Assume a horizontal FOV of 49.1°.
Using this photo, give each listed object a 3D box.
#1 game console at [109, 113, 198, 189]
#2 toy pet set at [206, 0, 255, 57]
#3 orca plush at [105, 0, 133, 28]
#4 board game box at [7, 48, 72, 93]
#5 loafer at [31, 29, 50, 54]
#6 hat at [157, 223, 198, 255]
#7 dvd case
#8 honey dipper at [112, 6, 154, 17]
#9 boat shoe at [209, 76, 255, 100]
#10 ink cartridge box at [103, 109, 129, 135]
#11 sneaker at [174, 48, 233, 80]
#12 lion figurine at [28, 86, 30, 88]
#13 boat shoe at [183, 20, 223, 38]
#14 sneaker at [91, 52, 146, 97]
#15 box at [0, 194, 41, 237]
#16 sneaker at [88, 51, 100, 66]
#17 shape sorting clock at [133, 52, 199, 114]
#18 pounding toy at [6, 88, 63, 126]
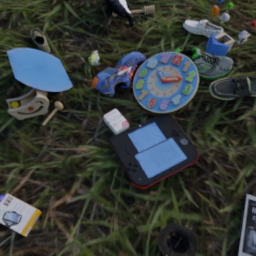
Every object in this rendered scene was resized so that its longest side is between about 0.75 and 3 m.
[{"bbox_3d":[0.942,0.752,10.222,2.668,0.414,2.360,-24,63,-14],"label":"game console"},{"bbox_3d":[4.026,-4.140,12.116,1.130,1.987,2.128,-29,64,-25],"label":"toy pet set"},{"bbox_3d":[-0.587,-5.910,13.929,1.556,1.051,2.957,1,51,-52],"label":"orca plush"},{"bbox_3d":[-3.684,-2.212,11.475,2.268,0.559,2.871,0,45,-38],"label":"board game box"},{"bbox_3d":[-4.050,-4.090,12.885,0.615,0.569,1.635,-27,64,-15],"label":"loafer"},{"bbox_3d":[1.506,3.572,8.580,1.214,0.490,1.214,-2,53,3],"label":"hat"},{"bbox_3d":[4.354,3.355,8.820,1.607,0.264,2.139,17,62,9],"label":"dvd case"},{"bbox_3d":[0.251,-5.805,14.022,2.109,0.400,0.400,-7,60,1],"label":"honey dipper"},{"bbox_3d":[4.571,-1.679,11.134,2.620,0.861,0.936,-2,79,-10],"label":"boat shoe"},{"bbox_3d":[-0.462,-0.223,10.806,0.620,0.350,0.846,-32,65,-17],"label":"ink cartridge box"},{"bbox_3d":[3.100,-2.740,11.789,2.691,1.146,1.050,2,61,1],"label":"sneaker"},{"bbox_3d":[-4.086,-2.477,11.980,0.984,0.582,1.606,22,58,2],"label":"lion figurine"},{"bbox_3d":[3.559,-4.793,13.232,1.910,0.662,0.676,22,63,12],"label":"boat shoe"},{"bbox_3d":[-0.227,-2.181,11.660,2.717,1.023,1.066,-39,87,-21],"label":"sneaker"},{"bbox_3d":[-3.707,2.789,9.109,1.464,0.304,0.872,23,62,12],"label":"box"},{"bbox_3d":[-1.502,-3.047,12.168,0.453,0.447,1.186,-7,31,-7],"label":"sneaker"},{"bbox_3d":[1.448,-1.856,11.194,2.665,0.523,2.665,-7,67,17],"label":"shape sorting clock"},{"bbox_3d":[-3.559,-0.787,10.681,1.979,1.132,1.135,-15,61,-8],"label":"pounding toy"}]
